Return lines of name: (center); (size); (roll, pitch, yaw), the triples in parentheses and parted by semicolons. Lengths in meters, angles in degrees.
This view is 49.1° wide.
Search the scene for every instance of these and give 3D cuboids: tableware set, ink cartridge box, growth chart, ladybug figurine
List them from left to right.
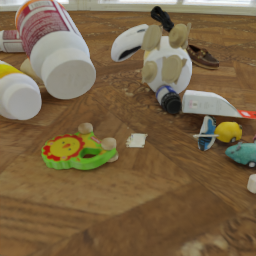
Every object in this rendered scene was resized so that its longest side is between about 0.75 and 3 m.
ladybug figurine: (-2.763, -2.086, 10.577); (1.750, 0.927, 2.578); (29, 10, 30)
growth chart: (0.241, 0.350, 8.062); (0.551, 0.068, 0.762); (4, 30, 9)
tableware set: (0.792, -1.721, 6.499); (0.196, 1.408, 1.686); (7, 6, -37)
ink cartridge box: (3.065, -0.762, 8.899); (2.574, 0.734, 2.092); (3, 11, 13)

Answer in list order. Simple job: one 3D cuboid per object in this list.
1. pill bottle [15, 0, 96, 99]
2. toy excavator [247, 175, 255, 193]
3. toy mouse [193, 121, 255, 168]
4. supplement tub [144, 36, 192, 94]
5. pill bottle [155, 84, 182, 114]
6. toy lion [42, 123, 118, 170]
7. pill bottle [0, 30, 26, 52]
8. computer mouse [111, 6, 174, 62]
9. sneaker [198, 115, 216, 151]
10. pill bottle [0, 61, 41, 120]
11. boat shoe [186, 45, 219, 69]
pill bottle: (-1.801, -1.991, 6.900); (1.401, 1.401, 2.557); (-14, 55, -23)
toy excavator: (3.248, 1.501, 5.533); (1.480, 0.760, 1.522); (8, 18, 10)
toy mouse: (3.356, 0.435, 7.330); (2.434, 0.471, 2.163); (-9, 35, -26)
supplement tub: (1.542, -2.499, 11.240); (1.857, 1.857, 2.554); (2, 30, 3)
pill bottle: (1.428, -1.004, 9.805); (0.692, 0.692, 1.237); (-5, 30, -9)
toy lion: (-1.339, 0.588, 7.278); (1.602, 0.574, 1.671); (-31, 42, -31)
pill bottle: (-6.745, -5.061, 16.380); (2.228, 1.221, 1.221); (-2, 30, -2)
computer mouse: (0.313, -2.923, 8.912); (2.268, 0.498, 1.244); (-30, 58, 18)
sneaker: (2.229, 0.220, 7.987); (0.429, 0.496, 1.144); (20, 57, 9)
pill bottle: (-3.981, -1.241, 9.396); (1.500, 1.500, 2.746); (-22, 36, -34)
boat shoe: (3.756, -3.677, 14.388); (0.821, 0.820, 2.333); (-13, 33, -29)
